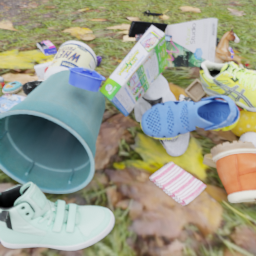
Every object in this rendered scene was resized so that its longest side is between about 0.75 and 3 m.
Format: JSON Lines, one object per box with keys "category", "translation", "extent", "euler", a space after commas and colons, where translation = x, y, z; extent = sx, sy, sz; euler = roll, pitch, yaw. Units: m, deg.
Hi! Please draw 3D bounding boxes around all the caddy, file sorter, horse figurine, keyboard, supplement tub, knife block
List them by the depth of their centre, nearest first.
{"category": "caddy", "translation": [-0.964, -1.153, 6.405], "extent": [0.852, 0.447, 0.602], "euler": [15, 16, -10]}
{"category": "knife block", "translation": [2.742, 1.055, 8.042], "extent": [0.930, 0.297, 0.816], "euler": [-11, 40, -14]}
{"category": "supplement tub", "translation": [-1.963, -1.807, 9.422], "extent": [1.398, 1.398, 1.928], "euler": [9, 54, 10]}
{"category": "horse figurine", "translation": [3.358, -2.264, 10.369], "extent": [0.585, 2.344, 1.553], "euler": [-20, 75, -30]}
{"category": "keyboard", "translation": [0.829, -3.902, 10.590], "extent": [1.842, 1.171, 0.190], "euler": [-13, 57, -39]}
{"category": "file sorter", "translation": [1.023, -2.768, 11.156], "extent": [1.154, 1.661, 1.042], "euler": [-7, 58, -42]}

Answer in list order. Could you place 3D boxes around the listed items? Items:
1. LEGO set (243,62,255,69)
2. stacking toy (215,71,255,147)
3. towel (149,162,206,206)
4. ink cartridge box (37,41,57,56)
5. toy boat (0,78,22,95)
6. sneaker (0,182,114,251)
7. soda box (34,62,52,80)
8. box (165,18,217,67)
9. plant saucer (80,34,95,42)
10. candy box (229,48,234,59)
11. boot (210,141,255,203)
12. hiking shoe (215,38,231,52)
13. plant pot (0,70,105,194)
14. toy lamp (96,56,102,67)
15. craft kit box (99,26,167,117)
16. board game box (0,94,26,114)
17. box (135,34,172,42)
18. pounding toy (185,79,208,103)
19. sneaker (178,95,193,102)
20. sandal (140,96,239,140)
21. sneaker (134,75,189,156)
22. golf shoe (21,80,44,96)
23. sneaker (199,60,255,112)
{"category": "LEGO set", "translation": [5.872, -2.652, 12.611], "extent": [1.746, 0.495, 1.134], "euler": [2, 35, 24]}
{"category": "stacking toy", "translation": [3.793, -0.363, 8.974], "extent": [1.909, 1.909, 2.612], "euler": [3, 54, 3]}
{"category": "towel", "translation": [1.341, 1.464, 7.631], "extent": [0.933, 0.191, 1.275], "euler": [-30, 48, -32]}
{"category": "ink cartridge box", "translation": [-4.197, -4.147, 14.515], "extent": [0.651, 0.255, 1.376], "euler": [-21, 46, -24]}
{"category": "toy boat", "translation": [-4.835, -1.715, 11.324], "extent": [0.998, 0.464, 0.839], "euler": [22, 44, 24]}
{"category": "sneaker", "translation": [-1.599, 1.864, 6.068], "extent": [2.605, 1.537, 0.959], "euler": [-4, 38, -7]}
{"category": "soda box", "translation": [-3.128, -2.508, 11.806], "extent": [1.510, 0.514, 0.481], "euler": [-19, 28, -14]}
{"category": "box", "translation": [2.303, -3.165, 10.721], "extent": [0.419, 1.665, 2.307], "euler": [-7, 13, -33]}
{"category": "plant saucer", "translation": [-2.241, -5.000, 15.615], "extent": [0.836, 0.148, 0.836], "euler": [0, 39, 0]}
{"category": "candy box", "translation": [4.812, -3.714, 13.909], "extent": [0.668, 0.304, 0.790], "euler": [3, 40, 2]}
{"category": "boot", "translation": [3.712, 1.242, 7.394], "extent": [2.985, 1.120, 1.601], "euler": [-1, 62, -15]}
{"category": "hiking shoe", "translation": [3.673, -3.158, 10.807], "extent": [0.342, 0.454, 0.902], "euler": [8, 58, -44]}
{"category": "plant pot", "translation": [-1.776, -0.090, 7.257], "extent": [2.560, 2.560, 2.508], "euler": [7, 38, 8]}
{"category": "toy lamp", "translation": [-1.702, -2.804, 12.673], "extent": [0.467, 0.467, 1.605], "euler": [16, 41, 19]}
{"category": "craft kit box", "translation": [0.252, -1.384, 7.549], "extent": [0.501, 2.065, 2.039], "euler": [42, 89, 13]}
{"category": "board game box", "translation": [-4.418, -0.867, 10.467], "extent": [1.022, 0.223, 1.027], "euler": [11, 40, 12]}
{"category": "box", "translation": [0.874, -3.126, 9.775], "extent": [0.765, 0.211, 1.120], "euler": [-4, 13, -34]}
{"category": "pounding toy", "translation": [2.321, -1.001, 9.558], "extent": [0.964, 0.441, 0.847], "euler": [-44, 65, 5]}
{"category": "sneaker", "translation": [2.088, -0.589, 9.833], "extent": [0.811, 0.596, 1.792], "euler": [7, 38, 13]}
{"category": "sandal", "translation": [1.737, -0.356, 7.662], "extent": [2.845, 1.239, 1.131], "euler": [-11, 82, 2]}
{"category": "sneaker", "translation": [1.023, -0.299, 9.179], "extent": [1.041, 1.592, 2.770], "euler": [-16, 76, -16]}
{"category": "golf shoe", "translation": [-3.007, -1.597, 11.020], "extent": [2.162, 0.841, 1.022], "euler": [-1, 29, -14]}
{"category": "sneaker", "translation": [3.133, -1.251, 7.977], "extent": [2.796, 1.068, 1.054], "euler": [22, 72, 48]}
